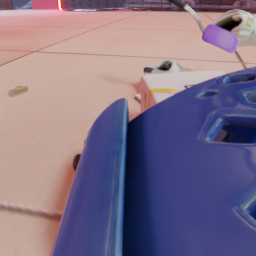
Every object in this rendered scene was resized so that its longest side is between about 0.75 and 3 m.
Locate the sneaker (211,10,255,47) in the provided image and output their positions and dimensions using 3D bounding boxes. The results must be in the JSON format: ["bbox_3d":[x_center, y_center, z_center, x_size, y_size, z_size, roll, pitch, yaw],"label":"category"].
[{"bbox_3d":[3.613,-2.724,7.688,2.665,0.982,1.540,2,7,37],"label":"sneaker"}]

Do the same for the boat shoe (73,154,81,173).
[{"bbox_3d":[-0.859,0.836,5.673,0.461,0.416,1.282,-8,29,-15],"label":"boat shoe"}]

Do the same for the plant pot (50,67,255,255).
[{"bbox_3d":[0.858,1.161,2.641,2.550,2.836,2.836,-5,28,4],"label":"plant pot"}]

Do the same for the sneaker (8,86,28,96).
[{"bbox_3d":[-3.958,-1.324,9.985,0.309,0.276,0.773,11,25,34],"label":"sneaker"}]

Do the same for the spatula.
[{"bbox_3d":[1.519,-2.782,6.830,2.787,0.286,0.788,36,56,-7],"label":"spatula"}]

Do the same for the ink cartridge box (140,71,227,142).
[{"bbox_3d":[1.297,0.175,5.348,1.843,1.876,2.548,-3,27,-5],"label":"ink cartridge box"}]

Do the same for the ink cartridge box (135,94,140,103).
[{"bbox_3d":[0.711,-0.977,9.381,0.797,0.227,0.648,-15,31,-18],"label":"ink cartridge box"}]

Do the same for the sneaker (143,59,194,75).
[{"bbox_3d":[1.639,-2.000,10.343,1.083,1.050,2.967,21,31,34],"label":"sneaker"}]
